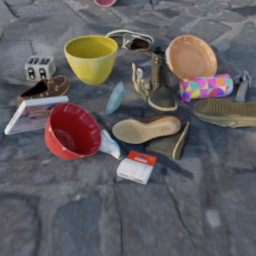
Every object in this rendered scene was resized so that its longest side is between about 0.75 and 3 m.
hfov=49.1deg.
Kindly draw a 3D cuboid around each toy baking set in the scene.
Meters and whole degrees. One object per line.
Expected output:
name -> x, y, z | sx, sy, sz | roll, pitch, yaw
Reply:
toy baking set -> 0.495, -1.793, 11.270 | 0.178, 1.177, 1.533 | -23, 82, -17

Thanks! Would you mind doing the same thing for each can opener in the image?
can opener -> 4.838, -1.623, 12.040 | 0.812, 0.647, 2.427 | -12, 31, 39

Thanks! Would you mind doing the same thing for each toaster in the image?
toaster -> -4.036, -2.783, 13.051 | 1.159, 0.760, 1.281 | 4, 42, 3

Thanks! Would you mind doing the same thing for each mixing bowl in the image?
mixing bowl -> -1.948, 0.281, 9.163 | 1.949, 1.056, 1.949 | 30, 40, -28

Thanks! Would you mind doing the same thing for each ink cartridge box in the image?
ink cartridge box -> 0.299, 1.179, 9.041 | 0.958, 0.336, 1.179 | 15, 48, 16

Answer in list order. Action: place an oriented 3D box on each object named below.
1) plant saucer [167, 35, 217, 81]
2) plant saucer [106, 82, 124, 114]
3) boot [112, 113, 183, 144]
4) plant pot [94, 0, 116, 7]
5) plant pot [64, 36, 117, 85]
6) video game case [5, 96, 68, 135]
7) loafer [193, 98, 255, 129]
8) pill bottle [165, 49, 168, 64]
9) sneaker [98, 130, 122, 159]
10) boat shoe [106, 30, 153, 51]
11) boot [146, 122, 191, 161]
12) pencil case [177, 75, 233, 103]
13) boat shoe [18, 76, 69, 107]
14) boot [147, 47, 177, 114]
plant saucer -> 2.856, -3.013, 12.747 | 2.467, 0.462, 2.467 | 5, 74, -17
plant saucer -> -0.441, -1.094, 10.783 | 0.263, 1.367, 1.367 | 27, 46, 5
boot -> 0.762, -0.059, 9.964 | 2.263, 0.819, 1.882 | -3, 11, 18
plant pot -> -1.764, -10.050, 19.978 | 2.603, 2.603, 2.330 | -7, 58, -7
plant pot -> -1.601, -2.891, 12.533 | 2.266, 1.609, 2.266 | 0, 41, 0
video game case -> -3.082, -0.401, 9.345 | 1.487, 2.077, 0.187 | -13, 73, -44
loafer -> 3.696, -0.443, 10.378 | 2.608, 0.879, 0.992 | 10, 58, 30
pill bottle -> 2.854, -3.690, 13.798 | 1.878, 1.088, 1.088 | -26, 48, -25
sneaker -> -0.731, 0.672, 9.483 | 0.637, 0.551, 1.469 | -28, 40, -19
boat shoe -> 0.024, -4.592, 14.911 | 2.597, 0.932, 0.878 | 8, 38, 6
boot -> 1.471, 0.302, 9.783 | 1.194, 0.669, 1.726 | 12, 39, 23
pencil case -> 3.200, -1.658, 11.725 | 2.233, 0.987, 0.987 | -9, 43, -8
boat shoe -> -3.409, -1.555, 11.580 | 0.936, 0.935, 2.659 | 15, 43, 21
boot -> 1.239, -1.856, 10.685 | 1.029, 1.838, 2.657 | -5, 32, -10
